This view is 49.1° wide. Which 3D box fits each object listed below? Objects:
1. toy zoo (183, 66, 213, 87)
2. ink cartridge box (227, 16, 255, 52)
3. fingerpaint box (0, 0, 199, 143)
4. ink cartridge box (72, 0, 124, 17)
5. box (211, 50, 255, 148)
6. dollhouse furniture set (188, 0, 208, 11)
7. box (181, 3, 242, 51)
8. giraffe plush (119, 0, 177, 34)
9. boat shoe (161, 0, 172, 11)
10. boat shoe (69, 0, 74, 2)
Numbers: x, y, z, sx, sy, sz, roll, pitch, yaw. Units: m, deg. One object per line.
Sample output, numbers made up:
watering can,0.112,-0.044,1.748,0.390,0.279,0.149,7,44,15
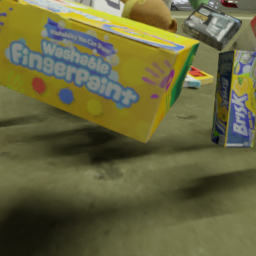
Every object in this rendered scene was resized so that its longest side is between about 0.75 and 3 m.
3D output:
toy zoo,2.470,-2.403,12.806,1.965,0.306,2.995,-9,29,-17
ink cartridge box,2.376,-1.208,5.062,0.615,1.486,1.089,-5,68,-14
fingerpaint box,-0.579,-1.051,3.775,2.703,0.992,2.255,21,24,10
ink cartridge box,-1.101,-3.609,9.046,1.144,2.713,1.964,17,-29,-35
box,1.848,-0.480,4.807,0.559,1.595,0.513,1,10,-11
dollhouse furniture set,2.437,-4.457,8.637,0.810,1.057,1.614,-3,59,48
box,1.912,-2.340,6.456,1.077,0.268,0.849,35,70,19
giraffe plush,0.275,-2.305,7.161,2.799,2.270,2.415,29,-5,44
boat shoe,1.052,-4.044,9.942,0.904,2.510,0.860,20,38,16
boat shoe,-1.490,-2.802,6.600,0.787,0.904,2.453,-40,62,-5
